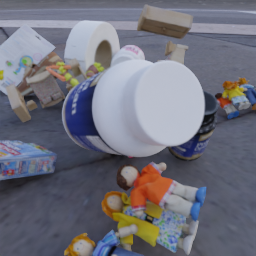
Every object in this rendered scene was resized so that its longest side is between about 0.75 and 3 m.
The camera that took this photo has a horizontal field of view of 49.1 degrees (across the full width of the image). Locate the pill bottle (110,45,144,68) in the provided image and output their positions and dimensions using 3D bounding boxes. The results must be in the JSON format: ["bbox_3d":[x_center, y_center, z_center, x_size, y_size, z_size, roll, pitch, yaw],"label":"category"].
[{"bbox_3d":[-0.013,-2.095,9.172,0.989,0.989,1.745,3,25,7],"label":"pill bottle"}]

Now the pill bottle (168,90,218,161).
[{"bbox_3d":[1.209,-0.030,5.294,0.773,1.382,0.773,1,53,-2],"label":"pill bottle"}]

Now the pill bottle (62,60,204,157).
[{"bbox_3d":[-0.063,-0.298,4.803,1.519,1.519,2.734,-16,6,-28],"label":"pill bottle"}]

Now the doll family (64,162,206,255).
[{"bbox_3d":[-0.005,1.468,3.462,1.385,1.006,2.231,16,51,23],"label":"doll family"}]

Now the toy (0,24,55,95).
[{"bbox_3d":[-3.804,-2.302,9.618,1.357,0.556,2.357,38,68,-1],"label":"toy"}]

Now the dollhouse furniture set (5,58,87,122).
[{"bbox_3d":[-2.046,-0.919,7.562,1.990,1.031,0.881,-27,57,-9],"label":"dollhouse furniture set"}]

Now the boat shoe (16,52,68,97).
[{"bbox_3d":[-2.788,-1.610,8.578,2.106,0.756,0.798,-26,9,21],"label":"boat shoe"}]

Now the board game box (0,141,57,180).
[{"bbox_3d":[-2.222,0.530,5.009,1.293,0.399,1.292,20,14,28],"label":"board game box"}]

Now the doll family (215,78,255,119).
[{"bbox_3d":[3.215,-0.947,7.802,1.668,0.752,1.035,-7,50,-18],"label":"doll family"}]

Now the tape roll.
[{"bbox_3d":[-1.125,-2.358,9.255,0.780,2.231,2.231,15,31,22],"label":"tape roll"}]

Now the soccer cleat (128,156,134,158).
[{"bbox_3d":[0.267,0.213,6.022,0.432,0.349,1.000,38,69,24],"label":"soccer cleat"}]

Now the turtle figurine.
[{"bbox_3d":[-0.891,-0.912,7.482,2.500,0.805,2.016,34,29,-5],"label":"turtle figurine"}]

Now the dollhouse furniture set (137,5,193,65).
[{"bbox_3d":[0.673,-1.420,7.239,1.216,2.747,1.424,9,-5,-8],"label":"dollhouse furniture set"}]
